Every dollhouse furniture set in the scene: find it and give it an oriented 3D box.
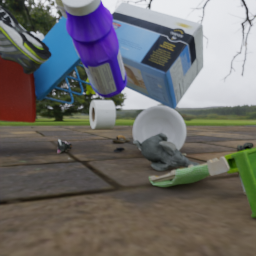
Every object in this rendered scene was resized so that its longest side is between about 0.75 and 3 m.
[{"bbox_3d":[1.449,0.989,4.749,1.146,0.885,2.292,-10,-12,-29],"label":"dollhouse furniture set"}]

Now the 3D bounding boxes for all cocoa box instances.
[{"bbox_3d":[0.483,-1.803,6.965,2.313,1.518,1.543,28,-16,28],"label":"cocoa box"}]

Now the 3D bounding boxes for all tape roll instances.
[{"bbox_3d":[-2.357,-1.191,25.472,1.786,2.602,2.602,-1,3,-22],"label":"tape roll"}]

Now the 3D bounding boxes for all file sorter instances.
[{"bbox_3d":[-1.980,-2.343,9.946,2.753,1.910,1.689,-35,-27,29],"label":"file sorter"}]

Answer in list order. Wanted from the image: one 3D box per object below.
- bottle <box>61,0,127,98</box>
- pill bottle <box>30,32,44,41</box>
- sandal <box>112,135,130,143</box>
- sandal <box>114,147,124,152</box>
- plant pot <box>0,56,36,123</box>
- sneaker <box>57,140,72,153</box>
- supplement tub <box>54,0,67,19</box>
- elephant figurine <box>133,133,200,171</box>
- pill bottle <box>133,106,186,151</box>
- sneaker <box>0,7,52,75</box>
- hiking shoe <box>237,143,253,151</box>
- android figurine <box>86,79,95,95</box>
[{"bbox_3d":[-0.426,-1.119,3.836,0.590,0.755,1.808,-21,-23,-2],"label":"bottle"},{"bbox_3d":[-3.724,-3.243,10.515,1.060,0.635,0.635,-3,3,7],"label":"pill bottle"},{"bbox_3d":[-0.315,0.530,13.475,0.556,0.371,1.361,2,3,29],"label":"sandal"},{"bbox_3d":[-0.350,0.788,10.421,0.291,0.164,0.767,1,3,11],"label":"sandal"},{"bbox_3d":[-4.471,-1.842,9.313,2.670,2.353,2.667,5,24,-32],"label":"plant pot"},{"bbox_3d":[-2.302,0.653,10.194,0.514,0.478,1.190,1,4,-13],"label":"sneaker"},{"bbox_3d":[-1.134,-2.816,5.535,0.796,0.796,1.098,0,-37,7],"label":"supplement tub"},{"bbox_3d":[0.962,0.674,6.976,1.019,0.929,1.313,-30,29,-15],"label":"elephant figurine"},{"bbox_3d":[1.155,0.060,9.904,1.659,1.659,2.955,0,3,9],"label":"pill bottle"},{"bbox_3d":[-3.203,-2.337,7.331,0.954,2.358,0.871,-45,5,26],"label":"sneaker"},{"bbox_3d":[4.439,0.756,10.402,0.803,0.304,0.404,-12,16,-27],"label":"hiking shoe"},{"bbox_3d":[-1.188,-2.316,12.294,0.448,2.183,1.987,39,36,0],"label":"android figurine"}]
